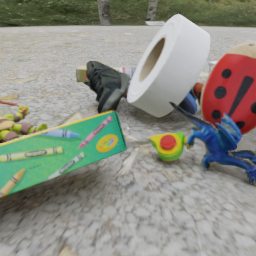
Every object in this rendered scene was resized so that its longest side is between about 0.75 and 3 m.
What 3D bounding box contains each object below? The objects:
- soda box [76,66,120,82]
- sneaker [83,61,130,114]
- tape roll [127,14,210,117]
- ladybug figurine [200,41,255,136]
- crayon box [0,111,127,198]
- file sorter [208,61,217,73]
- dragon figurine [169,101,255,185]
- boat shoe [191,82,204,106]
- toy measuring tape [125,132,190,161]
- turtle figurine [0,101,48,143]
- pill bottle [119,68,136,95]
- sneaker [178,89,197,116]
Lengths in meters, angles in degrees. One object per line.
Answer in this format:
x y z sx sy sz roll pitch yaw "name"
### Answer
-1.306 -2.329 12.323 1.892 0.606 0.641 7 25 13 "soda box"
-0.846 -1.238 8.741 1.490 0.994 2.601 24 35 -6 "sneaker"
1.093 -1.793 8.276 1.007 2.880 2.880 26 20 -15 "tape roll"
2.475 -0.797 6.174 1.579 2.326 0.837 23 9 11 "ladybug figurine"
-1.470 0.433 4.850 2.509 0.731 1.490 -19 5 -23 "crayon box"
4.168 -2.085 11.287 1.118 1.004 1.612 -12 27 -26 "file sorter"
1.812 0.165 5.573 1.118 2.249 0.662 -30 3 40 "dragon figurine"
2.448 -0.938 8.677 0.469 0.533 1.498 25 -7 40 "boat shoe"
0.597 0.478 6.117 1.639 0.603 0.603 -10 22 14 "toy measuring tape"
-3.077 0.066 6.760 1.966 0.785 2.437 19 24 22 "turtle figurine"
0.533 -1.757 10.540 1.758 1.018 1.018 -1 24 -3 "pill bottle"
1.794 -1.142 9.025 1.014 0.912 2.467 -20 26 1 "sneaker"
